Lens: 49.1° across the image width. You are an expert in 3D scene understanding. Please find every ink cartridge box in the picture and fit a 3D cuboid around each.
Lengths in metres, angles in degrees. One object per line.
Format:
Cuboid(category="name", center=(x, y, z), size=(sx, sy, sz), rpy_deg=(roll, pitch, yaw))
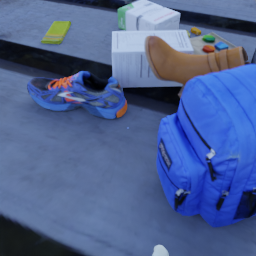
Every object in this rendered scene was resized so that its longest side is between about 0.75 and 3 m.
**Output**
Cuboid(category="ink cartridge box", center=(0.771, -4.060, 10.604), size=(1.411, 0.815, 1.932), rpy_deg=(-34, 55, -29))

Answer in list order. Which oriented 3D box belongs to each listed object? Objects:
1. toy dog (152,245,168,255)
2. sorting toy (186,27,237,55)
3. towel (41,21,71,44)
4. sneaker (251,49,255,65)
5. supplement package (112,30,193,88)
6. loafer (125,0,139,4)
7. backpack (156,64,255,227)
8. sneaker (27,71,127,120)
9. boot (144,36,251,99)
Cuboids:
Cuboid(category="toy dog", center=(1.147, 2.863, 3.236), size=(2.546, 1.776, 2.468), rpy_deg=(19, 61, 17))
Cuboid(category="sorting toy", center=(2.664, -3.115, 10.061), size=(1.522, 0.274, 2.043), rpy_deg=(-22, 50, -20))
Cuboid(category="towel", center=(-2.732, -3.702, 10.728), size=(0.731, 0.153, 1.699), rpy_deg=(5, 46, 3))
Cuboid(category="sneaker", center=(4.231, -1.832, 8.350), size=(1.073, 0.929, 2.591), rpy_deg=(19, 49, 18))
Cuboid(category="supplement package", center=(0.653, -2.054, 8.351), size=(2.234, 1.224, 1.271), rpy_deg=(-1, 46, -1))
Cuboid(category="loafer", center=(0.326, -5.973, 12.801), size=(1.150, 0.362, 0.413), rpy_deg=(-28, 52, -25))
Cuboid(category="backpack", center=(1.688, 0.371, 4.998), size=(2.199, 2.621, 2.129), rpy_deg=(-14, 48, -13))
Cuboid(category="sneaker", center=(-1.372, -1.073, 7.492), size=(2.781, 1.091, 1.048), rpy_deg=(8, 45, 7))
Cuboid(category="boot", center=(1.681, -1.455, 6.498), size=(1.898, 2.445, 0.938), rpy_deg=(-11, 42, 45))
